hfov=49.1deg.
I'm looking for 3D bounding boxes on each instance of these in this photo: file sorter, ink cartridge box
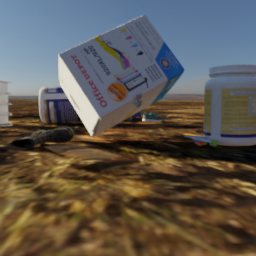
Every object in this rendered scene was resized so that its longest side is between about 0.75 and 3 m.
[{"bbox_3d":[-5.535,-0.997,11.558,1.315,1.896,1.180,-4,11,-37],"label":"file sorter"},{"bbox_3d":[-0.280,-1.275,7.297,2.499,1.839,1.807,-31,-7,-18],"label":"ink cartridge box"}]

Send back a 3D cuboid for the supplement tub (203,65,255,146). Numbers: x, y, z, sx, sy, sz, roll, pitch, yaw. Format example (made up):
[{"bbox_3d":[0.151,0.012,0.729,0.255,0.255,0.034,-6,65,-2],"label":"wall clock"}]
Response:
[{"bbox_3d":[2.562,-0.553,6.902,1.347,1.853,1.347,0,6,0],"label":"supplement tub"}]

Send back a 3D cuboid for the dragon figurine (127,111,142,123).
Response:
[{"bbox_3d":[-0.062,-0.733,11.942,2.375,0.699,1.181,-22,-17,38],"label":"dragon figurine"}]

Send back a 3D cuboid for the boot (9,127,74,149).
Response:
[{"bbox_3d":[-1.934,0.271,6.395,1.177,0.407,1.024,-7,7,10],"label":"boot"}]

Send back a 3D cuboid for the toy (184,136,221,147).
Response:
[{"bbox_3d":[1.739,0.324,6.563,0.467,0.192,0.812,0,5,-29],"label":"toy"}]

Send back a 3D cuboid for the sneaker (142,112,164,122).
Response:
[{"bbox_3d":[1.227,-0.531,13.666,1.063,0.485,0.413,1,6,5],"label":"sneaker"}]

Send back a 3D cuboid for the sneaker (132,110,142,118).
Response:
[{"bbox_3d":[-0.269,-0.891,16.428,2.258,0.785,1.123,-1,10,40],"label":"sneaker"}]

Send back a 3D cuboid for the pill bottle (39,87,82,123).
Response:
[{"bbox_3d":[-2.440,-1.056,12.799,2.941,1.633,1.633,-2,6,-8],"label":"pill bottle"}]

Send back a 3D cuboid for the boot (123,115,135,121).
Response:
[{"bbox_3d":[-0.063,-0.615,14.548,1.605,0.622,1.110,-17,17,-25],"label":"boot"}]
